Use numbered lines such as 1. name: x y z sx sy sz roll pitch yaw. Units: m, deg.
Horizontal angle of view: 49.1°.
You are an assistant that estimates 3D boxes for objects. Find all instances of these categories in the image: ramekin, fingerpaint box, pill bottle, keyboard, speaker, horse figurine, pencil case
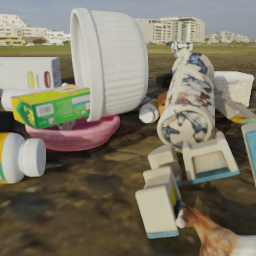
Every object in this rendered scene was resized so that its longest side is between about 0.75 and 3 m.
1. ramekin: -0.532 -1.586 7.124 1.435 2.734 2.734 -9 20 -16
2. fingerpaint box: -1.781 -0.565 6.904 1.720 0.631 1.435 -19 23 -35
3. pill bottle: -2.397 0.554 5.091 1.627 0.917 0.917 -1 18 -3
4. keyboard: -4.153 -0.021 7.857 1.639 0.350 2.730 1 16 -17
5. speaker: -3.066 -0.884 9.161 1.939 0.787 0.787 3 18 10
6. horse figurine: 1.351 1.459 3.014 1.856 0.463 1.230 6 19 18
7. pencil case: 1.402 -0.737 6.559 1.104 1.270 2.839 -38 20 37
8. pill bottle: 0.735 -0.521 8.903 0.603 0.603 1.156 6 19 18

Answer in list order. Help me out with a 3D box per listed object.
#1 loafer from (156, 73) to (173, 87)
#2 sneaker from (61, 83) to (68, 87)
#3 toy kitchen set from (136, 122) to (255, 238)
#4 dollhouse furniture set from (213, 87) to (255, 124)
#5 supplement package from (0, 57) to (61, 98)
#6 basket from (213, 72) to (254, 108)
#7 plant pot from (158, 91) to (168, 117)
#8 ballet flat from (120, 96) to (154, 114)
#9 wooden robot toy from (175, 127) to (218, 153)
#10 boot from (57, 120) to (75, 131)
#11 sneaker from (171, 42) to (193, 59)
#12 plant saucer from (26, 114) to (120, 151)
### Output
1. loafer: 2.528 -2.487 14.540 0.897 0.868 2.556 -23 24 -32
2. sneaker: -2.420 -1.233 10.073 0.306 0.817 0.407 26 15 -18
3. toy kitchen set: 1.402 0.916 4.154 2.119 1.248 1.698 -16 14 18
4. dollhouse furniture set: 2.860 -0.627 9.179 1.446 1.117 2.893 12 29 -31
5. supplement package: -4.836 -2.455 13.208 2.944 1.633 2.293 -2 18 -5
6. basket: 3.834 -1.560 11.090 1.531 1.242 1.544 -1 19 -3
7. plant pot: 1.438 -0.648 8.509 0.895 1.279 1.279 -11 14 18
8. ballet flat: 0.104 -0.849 9.863 1.886 0.678 0.678 -7 19 -19
9. wooden robot toy: 1.750 0.041 6.796 1.664 0.755 0.733 -12 31 -35
10. boot: -1.720 -0.025 7.394 0.387 0.312 0.857 -15 17 17
11. sneaker: 1.651 -2.251 8.150 0.559 0.343 0.859 6 -10 27
12. plant saucer: -1.395 0.010 7.282 2.360 0.598 2.360 -1 17 0
